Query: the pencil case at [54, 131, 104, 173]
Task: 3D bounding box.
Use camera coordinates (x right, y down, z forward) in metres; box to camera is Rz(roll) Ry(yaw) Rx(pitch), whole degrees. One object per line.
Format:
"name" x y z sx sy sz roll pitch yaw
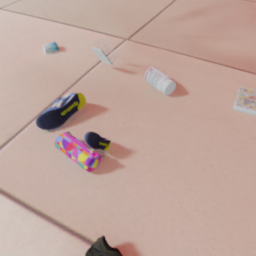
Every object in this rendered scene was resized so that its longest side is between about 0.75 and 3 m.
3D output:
"pencil case" -1.847 0.843 10.380 1.956 0.865 0.865 29 52 26

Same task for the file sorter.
"file sorter" -1.161 -3.840 14.065 0.770 1.110 0.691 26 79 35

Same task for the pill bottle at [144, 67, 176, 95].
"pill bottle" 1.539 -2.250 13.449 0.836 0.836 1.474 -27 51 -24

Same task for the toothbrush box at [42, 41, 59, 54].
"toothbrush box" -4.477 -4.617 16.138 0.803 0.342 0.588 -23 48 -18

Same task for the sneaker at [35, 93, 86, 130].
"sneaker" -2.913 -0.720 11.945 2.326 0.860 0.957 -36 32 -22

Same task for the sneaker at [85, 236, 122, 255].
"sneaker" -1.178 3.680 7.536 2.263 0.865 1.296 -2 43 -7

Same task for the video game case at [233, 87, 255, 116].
"video game case" 5.885 -1.155 12.798 1.831 0.210 1.666 18 47 17

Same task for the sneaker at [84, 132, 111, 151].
"sneaker" -1.255 0.484 10.428 0.639 1.553 0.574 22 83 29
